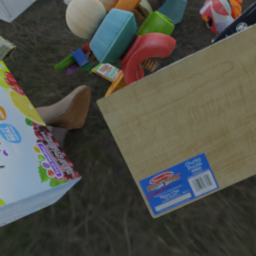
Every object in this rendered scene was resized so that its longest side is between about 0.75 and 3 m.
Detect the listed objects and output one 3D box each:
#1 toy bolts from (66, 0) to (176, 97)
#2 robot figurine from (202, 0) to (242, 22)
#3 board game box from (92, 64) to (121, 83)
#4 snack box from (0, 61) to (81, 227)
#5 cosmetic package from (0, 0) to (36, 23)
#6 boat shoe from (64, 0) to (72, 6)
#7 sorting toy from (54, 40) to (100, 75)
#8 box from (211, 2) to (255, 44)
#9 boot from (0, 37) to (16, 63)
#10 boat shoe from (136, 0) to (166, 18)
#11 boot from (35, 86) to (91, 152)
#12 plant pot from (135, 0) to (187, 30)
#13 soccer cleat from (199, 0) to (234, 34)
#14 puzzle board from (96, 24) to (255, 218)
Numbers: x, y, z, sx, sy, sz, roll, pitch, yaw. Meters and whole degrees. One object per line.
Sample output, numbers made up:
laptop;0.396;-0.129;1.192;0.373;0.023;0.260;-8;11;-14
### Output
toy bolts;-0.376;-1.782;5.859;1.877;2.585;2.707;34;22;-12
robot figurine;3.901;-4.888;11.579;1.102;1.359;1.890;3;45;-31
board game box;-0.667;-1.930;9.732;1.201;0.180;0.574;31;56;26
snack box;-2.418;0.110;4.249;2.848;0.964;2.402;52;22;15
cosmetic package;-2.537;-3.624;6.634;0.776;1.065;2.095;30;71;24
boat shoe;-1.320;-4.522;8.271;0.700;0.716;2.021;25;87;17
sorting toy;-1.141;-1.745;7.314;1.559;0.640;0.937;-32;17;8
box;2.652;-1.490;5.433;1.546;1.341;2.529;51;23;3
boot;-3.682;-2.566;7.786;1.229;0.573;1.590;29;60;-15
boat shoe;0.117;-4.327;7.721;0.872;0.985;2.690;-30;90;5
boot;-2.418;-0.260;7.867;2.121;1.019;2.901;2;41;13
plant pot;1.230;-4.949;11.460;2.033;1.437;1.436;-11;51;-19
soccer cleat;2.589;-2.945;7.871;0.732;1.999;0.682;-34;61;18
puzzle board;1.034;-0.061;3.776;2.399;0.209;1.808;-25;96;4
